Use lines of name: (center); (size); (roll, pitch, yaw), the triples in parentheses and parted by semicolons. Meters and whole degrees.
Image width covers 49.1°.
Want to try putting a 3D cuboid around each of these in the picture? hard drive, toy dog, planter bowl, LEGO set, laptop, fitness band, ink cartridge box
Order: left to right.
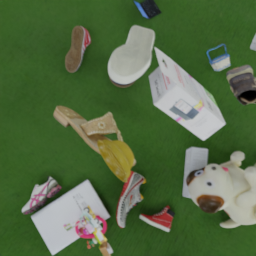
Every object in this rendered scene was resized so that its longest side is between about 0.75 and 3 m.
hard drive: (-2.024, 3.133, 9.914); (2.322, 0.310, 1.532); (-32, 81, -7)
LEGO set: (-1.070, 2.742, 7.208); (0.775, 2.083, 0.958); (-30, 49, -18)
fitness band: (-1.283, 3.400, 9.629); (1.076, 0.201, 0.773); (6, 98, -15)
planter bowl: (-0.204, 0.670, 6.660); (0.492, 1.180, 1.180); (-33, 80, -21)
laptop: (0.785, -4.949, 11.454); (0.936, 0.483, 0.829); (-28, 81, -5)
ink cartridge box: (1.496, -0.965, 8.133); (2.658, 1.557, 0.895); (33, 121, -27)
toy dog: (3.245, 2.008, 9.090); (2.804, 2.718, 1.956); (18, 36, -23)

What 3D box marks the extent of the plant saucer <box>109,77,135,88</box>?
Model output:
plant saucer: (-0.204, -2.092, 11.043); (1.109, 0.163, 1.109); (0, 78, 0)

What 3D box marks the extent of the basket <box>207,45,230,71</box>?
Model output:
basket: (3.513, -2.695, 10.882); (0.782, 0.617, 0.887); (-24, 110, -5)

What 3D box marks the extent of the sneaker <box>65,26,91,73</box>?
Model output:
sneaker: (-1.965, -3.094, 11.096); (0.638, 1.007, 1.791); (18, 109, 1)

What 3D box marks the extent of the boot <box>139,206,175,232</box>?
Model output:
boot: (1.037, 3.056, 9.891); (1.163, 0.421, 0.839); (22, 79, -4)

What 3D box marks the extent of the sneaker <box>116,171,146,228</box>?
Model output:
sneaker: (0.087, 2.536, 9.807); (0.803, 0.761, 1.956); (18, 80, 3)

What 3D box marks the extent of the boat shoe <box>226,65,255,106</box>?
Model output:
boat shoe: (3.063, -0.939, 7.334); (0.757, 2.032, 0.745); (-18, 71, 32)

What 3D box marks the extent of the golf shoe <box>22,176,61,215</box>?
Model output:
golf shoe: (-3.170, 2.410, 9.965); (1.532, 0.556, 0.706); (-41, 77, -16)

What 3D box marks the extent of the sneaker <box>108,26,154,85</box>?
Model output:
sneaker: (0.119, -1.746, 7.698); (1.000, 1.127, 2.668); (21, 45, 5)

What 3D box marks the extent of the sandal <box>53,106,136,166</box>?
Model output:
sandal: (-0.842, -0.090, 7.743); (2.860, 1.049, 0.941); (33, 107, 20)

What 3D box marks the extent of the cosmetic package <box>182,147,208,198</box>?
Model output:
cosmetic package: (2.370, 1.611, 9.932); (0.614, 0.874, 1.724); (7, 80, 1)

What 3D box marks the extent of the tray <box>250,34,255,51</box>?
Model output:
tray: (4.231, -2.602, 7.942); (0.227, 2.044, 1.097); (13, 112, -18)
